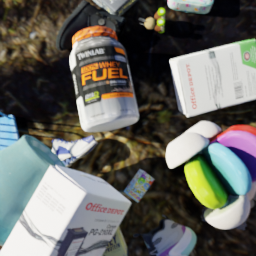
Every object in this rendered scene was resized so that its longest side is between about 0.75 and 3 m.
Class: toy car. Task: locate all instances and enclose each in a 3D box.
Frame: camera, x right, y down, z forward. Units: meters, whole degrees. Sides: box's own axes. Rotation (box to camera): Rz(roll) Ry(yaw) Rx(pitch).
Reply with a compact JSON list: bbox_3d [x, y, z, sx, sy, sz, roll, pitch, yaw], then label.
[{"bbox_3d":[0.785,-3.523,9.249,0.840,0.690,0.662,4,86,7],"label":"toy car"},{"bbox_3d":[2.558,0.893,7.158,2.132,2.844,2.489,-38,82,33],"label":"toy car"}]

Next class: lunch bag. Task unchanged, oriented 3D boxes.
[{"bbox_3d":[2.124,-4.606,9.506,1.542,0.594,1.237,10,79,2],"label":"lunch bag"}]

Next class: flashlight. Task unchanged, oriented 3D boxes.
[{"bbox_3d":[2.802,2.684,8.206,1.251,0.425,0.424,17,100,3],"label":"flashlight"}]

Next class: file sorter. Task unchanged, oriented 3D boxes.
[{"bbox_3d":[-4.563,0.626,8.052,2.437,1.495,1.691,-17,80,-4],"label":"file sorter"}]

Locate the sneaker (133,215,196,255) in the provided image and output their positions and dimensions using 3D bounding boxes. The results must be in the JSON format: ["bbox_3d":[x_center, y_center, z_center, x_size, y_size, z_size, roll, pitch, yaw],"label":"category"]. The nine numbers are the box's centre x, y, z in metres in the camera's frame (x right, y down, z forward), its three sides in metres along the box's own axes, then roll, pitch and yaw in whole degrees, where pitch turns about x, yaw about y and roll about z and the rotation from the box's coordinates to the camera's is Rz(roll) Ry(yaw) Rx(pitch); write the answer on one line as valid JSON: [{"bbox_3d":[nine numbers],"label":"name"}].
[{"bbox_3d":[0.739,3.510,7.737,1.557,0.865,2.226,33,66,0],"label":"sneaker"}]

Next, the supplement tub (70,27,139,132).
[{"bbox_3d":[-0.755,-1.376,8.272,1.709,1.709,2.790,-12,82,-2],"label":"supplement tub"}]

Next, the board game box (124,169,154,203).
[{"bbox_3d":[0.322,1.717,8.330,0.428,0.436,0.832,39,82,-11],"label":"board game box"}]

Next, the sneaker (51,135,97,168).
[{"bbox_3d":[-1.801,0.597,8.484,1.605,0.648,0.927,-36,83,-5],"label":"sneaker"}]

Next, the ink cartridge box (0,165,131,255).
[{"bbox_3d":[-1.464,2.528,6.415,1.214,2.084,2.879,28,86,33],"label":"ink cartridge box"}]

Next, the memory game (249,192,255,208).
[{"bbox_3d":[3.330,1.780,8.539,1.479,0.094,1.479,0,79,0],"label":"memory game"}]

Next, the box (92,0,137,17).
[{"bbox_3d":[-0.627,-5.136,9.604,2.330,0.594,1.837,43,81,7],"label":"box"}]

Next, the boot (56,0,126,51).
[{"bbox_3d":[-1.168,-3.077,9.116,1.681,0.764,2.000,28,75,9],"label":"boot"}]

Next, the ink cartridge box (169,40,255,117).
[{"bbox_3d":[2.590,-1.486,8.419,2.372,0.985,1.739,-14,105,-3],"label":"ink cartridge box"}]

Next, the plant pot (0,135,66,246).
[{"bbox_3d":[-2.636,1.339,6.822,2.114,2.114,1.986,42,86,7],"label":"plant pot"}]

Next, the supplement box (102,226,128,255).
[{"bbox_3d":[-0.498,3.166,7.804,0.675,1.005,1.004,-22,80,-4],"label":"supplement box"}]
